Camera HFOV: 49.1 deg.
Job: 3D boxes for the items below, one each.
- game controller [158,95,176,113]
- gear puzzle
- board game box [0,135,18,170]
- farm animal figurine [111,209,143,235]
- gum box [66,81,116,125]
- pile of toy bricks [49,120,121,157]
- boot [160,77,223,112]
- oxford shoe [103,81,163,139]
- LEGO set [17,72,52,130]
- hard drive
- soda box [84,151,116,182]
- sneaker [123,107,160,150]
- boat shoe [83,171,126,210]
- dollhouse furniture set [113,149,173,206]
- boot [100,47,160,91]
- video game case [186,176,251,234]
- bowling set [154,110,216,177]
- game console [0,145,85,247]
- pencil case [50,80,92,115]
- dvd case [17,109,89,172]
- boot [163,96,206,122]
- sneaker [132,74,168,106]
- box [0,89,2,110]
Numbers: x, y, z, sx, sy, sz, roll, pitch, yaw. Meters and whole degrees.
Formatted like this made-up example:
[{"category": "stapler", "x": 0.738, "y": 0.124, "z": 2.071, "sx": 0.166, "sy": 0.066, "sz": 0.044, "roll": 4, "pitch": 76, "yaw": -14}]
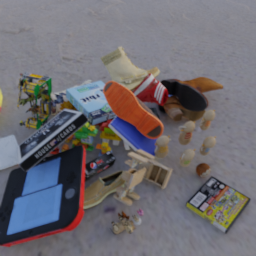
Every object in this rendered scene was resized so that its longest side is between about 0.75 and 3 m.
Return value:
[{"category": "game controller", "x": 1.771, "y": -1.225, "z": 12.608, "sx": 0.897, "sy": 0.362, "sz": 1.719, "roll": 0, "pitch": 41, "yaw": 1}, {"category": "gear puzzle", "x": -1.409, "y": -0.722, "z": 11.408, "sx": 2.756, "sy": 0.361, "sz": 1.427, "roll": 12, "pitch": 53, "yaw": -1}, {"category": "board game box", "x": -4.446, "y": 0.932, "z": 9.791, "sx": 1.253, "sy": 0.162, "sz": 1.254, "roll": -19, "pitch": 58, "yaw": -25}, {"category": "farm animal figurine", "x": 0.031, "y": 2.610, "z": 7.611, "sx": 0.895, "sy": 0.450, "sz": 0.723, "roll": -19, "pitch": 14, "yaw": 40}, {"category": "gum box", "x": -1.252, "y": -1.063, "z": 11.188, "sx": 1.688, "sy": 0.443, "sz": 1.987, "roll": -22, "pitch": 49, "yaw": -34}, {"category": "pile of toy bricks", "x": -1.695, "y": 0.208, "z": 10.022, "sx": 2.738, "sy": 1.352, "sz": 1.519, "roll": 7, "pitch": 39, "yaw": 9}, {"category": "boot", "x": 3.083, "y": -1.505, "z": 11.933, "sx": 2.693, "sy": 0.922, "sz": 2.535, "roll": -10, "pitch": 25, "yaw": -34}, {"category": "oxford shoe", "x": 0.172, "y": -0.622, "z": 9.764, "sx": 2.574, "sy": 0.918, "sz": 0.938, "roll": 46, "pitch": 15, "yaw": 1}, {"category": "LEGO set", "x": -3.864, "y": -1.107, "z": 10.871, "sx": 1.310, "sy": 2.260, "sz": 1.738, "roll": 13, "pitch": 40, "yaw": 7}, {"category": "hard drive", "x": 0.323, "y": 0.192, "z": 9.931, "sx": 1.906, "sy": 0.242, "sz": 1.257, "roll": 43, "pitch": 44, "yaw": -6}, {"category": "soda box", "x": -1.018, "y": 1.261, "z": 9.276, "sx": 1.245, "sy": 0.441, "sz": 0.394, "roll": -27, "pitch": 66, "yaw": -35}, {"category": "sneaker", "x": 0.544, "y": -0.104, "z": 10.672, "sx": 1.254, "sy": 0.894, "sz": 2.529, "roll": -3, "pitch": 33, "yaw": 15}, {"category": "boat shoe", "x": -0.864, "y": 1.797, "z": 8.562, "sx": 1.783, "sy": 0.679, "sz": 0.639, "roll": -28, "pitch": 47, "yaw": -29}, {"category": "dollhouse furniture set", "x": 0.526, "y": 1.481, "z": 8.381, "sx": 1.018, "sy": 1.438, "sz": 1.565, "roll": 25, "pitch": 17, "yaw": 23}, {"category": "boot", "x": 0.138, "y": -2.958, "z": 13.408, "sx": 2.683, "sy": 2.085, "sz": 0.977, "roll": -30, "pitch": 7, "yaw": -26}, {"category": "video game case", "x": 2.707, "y": 2.240, "z": 8.409, "sx": 1.347, "sy": 0.190, "sz": 1.490, "roll": 30, "pitch": 47, "yaw": 33}, {"category": "bowling set", "x": 2.253, "y": 0.627, "z": 9.120, "sx": 2.517, "sy": 1.351, "sz": 1.752, "roll": -33, "pitch": 67, "yaw": -11}, {"category": "game console", "x": -2.345, "y": 1.776, "z": 7.510, "sx": 2.680, "sy": 0.416, "sz": 2.370, "roll": -20, "pitch": 50, "yaw": 17}, {"category": "pencil case", "x": -2.494, "y": -1.385, "z": 12.323, "sx": 2.225, "sy": 0.995, "sz": 0.866, "roll": -28, "pitch": 47, "yaw": -31}, {"category": "dvd case", "x": -2.453, "y": 0.229, "z": 8.673, "sx": 2.157, "sy": 0.355, "sz": 2.870, "roll": -41, "pitch": 19, "yaw": -14}, {"category": "boot", "x": 2.296, "y": -0.891, "z": 11.781, "sx": 1.707, "sy": 0.629, "sz": 1.321, "roll": -3, "pitch": 40, "yaw": -25}, {"category": "sneaker", "x": 0.782, "y": -1.176, "z": 11.712, "sx": 1.329, "sy": 2.301, "sz": 0.901, "roll": 39, "pitch": 63, "yaw": -5}, {"category": "box", "x": -6.010, "y": -0.856, "z": 11.900, "sx": 1.041, "sy": 0.693, "sz": 2.767, "roll": -10, "pitch": 39, "yaw": -13}]
